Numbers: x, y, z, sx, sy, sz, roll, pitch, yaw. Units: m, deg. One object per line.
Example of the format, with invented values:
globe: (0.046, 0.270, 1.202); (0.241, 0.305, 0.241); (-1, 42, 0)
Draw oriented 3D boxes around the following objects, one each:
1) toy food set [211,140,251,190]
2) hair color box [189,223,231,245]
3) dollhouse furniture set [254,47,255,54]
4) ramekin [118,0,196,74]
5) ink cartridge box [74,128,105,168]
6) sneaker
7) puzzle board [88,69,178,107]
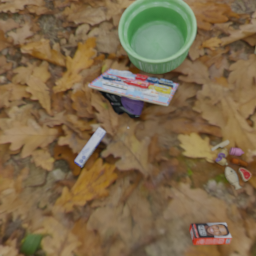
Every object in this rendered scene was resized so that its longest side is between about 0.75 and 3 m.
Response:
toy food set: (3.625, 1.185, 9.578); (1.034, 0.256, 1.627); (-26, 67, -12)
hair color box: (2.464, 3.192, 8.446); (1.099, 0.336, 0.558); (0, 34, -3)
dollhouse furniture set: (6.484, -3.435, 11.084); (2.260, 1.470, 2.076); (19, 67, 9)
ramekin: (1.130, -3.520, 10.894); (2.857, 1.395, 2.857); (-2, 76, 7)
ink cartridge box: (-1.287, 0.667, 9.500); (0.306, 0.650, 1.383); (34, 74, 0)
sneaker: (-0.493, -1.038, 10.274); (2.392, 1.047, 0.906); (27, 28, 36)
puzzle board: (0.270, -1.532, 9.878); (2.749, 0.239, 2.071); (14, 29, 13)
